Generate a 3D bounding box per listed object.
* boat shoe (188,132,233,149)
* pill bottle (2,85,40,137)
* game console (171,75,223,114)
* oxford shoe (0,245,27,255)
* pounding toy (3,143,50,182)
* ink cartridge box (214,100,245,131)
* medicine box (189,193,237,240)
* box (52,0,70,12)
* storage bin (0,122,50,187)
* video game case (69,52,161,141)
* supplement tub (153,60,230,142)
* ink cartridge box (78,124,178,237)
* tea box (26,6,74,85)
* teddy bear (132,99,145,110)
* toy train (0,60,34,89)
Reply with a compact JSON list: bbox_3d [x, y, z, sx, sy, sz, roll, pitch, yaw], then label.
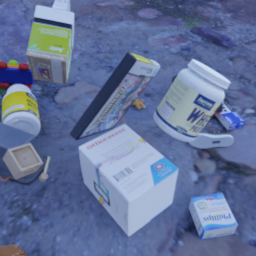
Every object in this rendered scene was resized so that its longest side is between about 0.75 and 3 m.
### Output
[{"bbox_3d":[3.089,0.422,10.613,1.719,0.590,0.487,2,28,-3],"label":"boat shoe"},{"bbox_3d":[-4.325,-0.699,11.224,1.360,1.360,2.444,-13,43,-14],"label":"pill bottle"},{"bbox_3d":[2.990,-1.546,12.397,2.118,0.372,2.395,-3,52,14],"label":"game console"},{"bbox_3d":[-2.873,3.339,7.226,1.778,0.634,0.634,6,37,9],"label":"oxford shoe"},{"bbox_3d":[-2.545,1.007,7.364,1.090,0.499,0.958,54,36,12],"label":"pounding toy"},{"bbox_3d":[4.156,-0.563,11.830,0.736,0.346,1.566,-12,43,-12],"label":"ink cartridge box"},{"bbox_3d":[2.430,2.556,8.136,0.989,0.559,1.086,-7,42,-7],"label":"medicine box"},{"bbox_3d":[-2.586,-4.404,10.939,0.518,1.071,0.945,8,54,-5],"label":"box"},{"bbox_3d":[-3.987,0.832,9.418,2.183,1.466,1.589,17,44,20],"label":"storage bin"},{"bbox_3d":[-0.245,-0.825,7.655,0.324,2.539,2.295,42,19,10],"label":"video game case"},{"bbox_3d":[1.879,-0.798,8.389,1.521,2.098,1.521,25,23,-12],"label":"supplement tub"},{"bbox_3d":[-0.057,1.461,8.441,1.786,1.778,2.435,-27,48,-27],"label":"ink cartridge box"},{"bbox_3d":[-2.770,-2.920,10.249,1.337,2.002,1.969,9,75,-9],"label":"tea box"},{"bbox_3d":[0.416,-1.124,12.516,0.634,0.292,0.874,-7,42,-11],"label":"teddy bear"},{"bbox_3d":[-5.937,-2.833,13.716,2.865,1.213,1.658,4,33,-3],"label":"toy train"}]
